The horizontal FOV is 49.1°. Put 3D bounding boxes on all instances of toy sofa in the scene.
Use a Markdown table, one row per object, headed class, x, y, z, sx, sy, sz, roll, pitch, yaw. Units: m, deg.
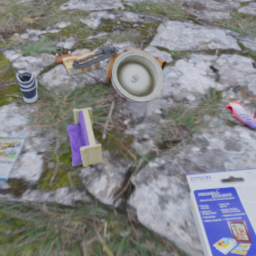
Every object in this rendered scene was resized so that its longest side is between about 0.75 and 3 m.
| class | x | y | z | sx | sy | sz | roll | pitch | yaw |
| --- | --- | --- | --- | --- | --- | --- | --- | --- | --- |
| toy sofa | -1.673 | 0.301 | 10.280 | 1.080 | 0.916 | 2.213 | -9 | 45 | -11 |

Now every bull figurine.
| class | x | y | z | sx | sy | sz | roll | pitch | yaw |
| --- | --- | --- | --- | --- | --- | --- | --- | --- | --- |
| bull figurine | -3.261 | -3.707 | 14.809 | 1.188 | 0.387 | 0.721 | -11 | 42 | -14 |

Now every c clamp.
| class | x | y | z | sx | sy | sz | roll | pitch | yaw |
| --- | --- | --- | --- | --- | --- | --- | --- | --- | --- |
| c clamp | -1.664 | -3.402 | 13.616 | 2.608 | 0.353 | 2.228 | -31 | 33 | -25 |

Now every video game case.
| class | x | y | z | sx | sy | sz | roll | pitch | yaw |
| --- | --- | --- | --- | --- | --- | --- | --- | --- | --- |
| video game case | -4.651 | 1.049 | 10.045 | 1.350 | 0.168 | 1.886 | 3 | 44 | 4 |

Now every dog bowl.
| class | x | y | z | sx | sy | sz | roll | pitch | yaw |
| --- | --- | --- | --- | --- | --- | --- | --- | --- | --- |
| dog bowl | 0.303 | -1.999 | 11.463 | 2.199 | 0.811 | 2.199 | 4 | 76 | -17 |

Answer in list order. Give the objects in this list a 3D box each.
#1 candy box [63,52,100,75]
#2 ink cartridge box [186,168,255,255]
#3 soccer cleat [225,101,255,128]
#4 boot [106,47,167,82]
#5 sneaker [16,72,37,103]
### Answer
| class | x | y | z | sx | sy | sz | roll | pitch | yaw |
| --- | --- | --- | --- | --- | --- | --- | --- | --- | --- |
| candy box | -2.375 | -3.297 | 14.303 | 1.685 | 0.466 | 0.973 | -17 | 49 | -17 |
| ink cartridge box | 3.357 | 2.557 | 8.174 | 2.836 | 0.674 | 2.870 | -4 | 43 | -2 |
| soccer cleat | 4.632 | -0.489 | 11.450 | 0.616 | 0.537 | 1.610 | -25 | 47 | 2 |
| boot | 0.420 | -2.903 | 13.524 | 2.278 | 1.085 | 2.945 | 23 | 51 | 16 |
| sneaker | -4.592 | -2.226 | 12.674 | 0.778 | 1.205 | 2.221 | -14 | 46 | -14 |
